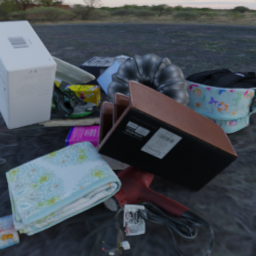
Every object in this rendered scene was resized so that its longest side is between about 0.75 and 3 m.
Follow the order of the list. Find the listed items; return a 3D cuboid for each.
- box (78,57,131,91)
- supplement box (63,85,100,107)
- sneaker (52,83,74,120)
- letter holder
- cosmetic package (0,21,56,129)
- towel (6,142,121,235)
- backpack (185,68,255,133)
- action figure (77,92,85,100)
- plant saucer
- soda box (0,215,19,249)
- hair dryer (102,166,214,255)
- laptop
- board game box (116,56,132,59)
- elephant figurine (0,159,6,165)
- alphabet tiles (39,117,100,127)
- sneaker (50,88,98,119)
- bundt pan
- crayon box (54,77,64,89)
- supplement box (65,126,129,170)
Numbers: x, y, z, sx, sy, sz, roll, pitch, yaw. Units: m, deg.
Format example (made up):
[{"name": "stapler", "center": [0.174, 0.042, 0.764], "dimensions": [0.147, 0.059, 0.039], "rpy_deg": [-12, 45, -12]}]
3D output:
[{"name": "box", "center": [-1.137, -2.854, 14.712], "dimensions": [2.214, 1.376, 2.232], "rpy_deg": [6, 26, 12]}, {"name": "supplement box", "center": [-2.038, -1.376, 12.314], "dimensions": [1.493, 0.818, 0.813], "rpy_deg": [2, 25, 3]}, {"name": "sneaker", "center": [-2.346, -1.087, 9.582], "dimensions": [0.622, 1.570, 0.592], "rpy_deg": [-25, 6, 34]}, {"name": "letter holder", "center": [0.873, -0.025, 6.961], "dimensions": [2.879, 1.448, 2.046], "rpy_deg": [24, 35, -21]}, {"name": "cosmetic package", "center": [-3.375, -1.615, 8.555], "dimensions": [1.394, 2.268, 2.260], "rpy_deg": [-18, 56, -32]}, {"name": "towel", "center": [-1.516, 1.171, 6.244], "dimensions": [2.213, 0.533, 1.894], "rpy_deg": [-21, 36, -19]}, {"name": "backpack", "center": [3.200, -1.036, 10.016], "dimensions": [2.533, 2.148, 2.854], "rpy_deg": [21, 21, 37]}, {"name": "action figure", "center": [-2.041, -1.015, 11.097], "dimensions": [0.366, 0.555, 1.121], "rpy_deg": [-3, 61, 39]}, {"name": "plant saucer", "center": [-2.353, -1.993, 9.866], "dimensions": [2.343, 0.588, 2.343], "rpy_deg": [22, 3, -1]}, {"name": "soda box", "center": [-2.848, 2.172, 5.436], "dimensions": [1.316, 0.450, 0.418], "rpy_deg": [-12, 28, -24]}, {"name": "hair dryer", "center": [0.504, 1.688, 6.347], "dimensions": [2.197, 0.784, 2.885], "rpy_deg": [5, 37, -6]}, {"name": "laptop", "center": [0.607, -1.478, 11.371], "dimensions": [2.992, 1.734, 2.802], "rpy_deg": [6, 30, 12]}, {"name": "board game box", "center": [-0.126, -3.727, 17.237], "dimensions": [2.506, 0.546, 2.518], "rpy_deg": [22, 34, 29]}, {"name": "elephant figurine", "center": [-4.203, 0.569, 7.527], "dimensions": [1.066, 1.507, 1.169], "rpy_deg": [4, 26, 8]}, {"name": "alphabet tiles", "center": [-1.737, -0.230, 9.572], "dimensions": [2.364, 0.107, 2.829], "rpy_deg": [-2, 5, 1]}, {"name": "sneaker", "center": [-2.147, -0.933, 10.423], "dimensions": [2.410, 1.027, 0.940], "rpy_deg": [14, 17, 29]}, {"name": "bundt pan", "center": [0.556, -1.042, 8.764], "dimensions": [2.786, 2.786, 1.046], "rpy_deg": [6, 1, 11]}, {"name": "crayon box", "center": [-3.971, -2.546, 12.970], "dimensions": [2.030, 1.288, 0.515], "rpy_deg": [25, 1, -5]}, {"name": "supplement box", "center": [-0.742, 0.569, 8.150], "dimensions": [1.900, 0.961, 0.982], "rpy_deg": [1, 26, 1]}]
